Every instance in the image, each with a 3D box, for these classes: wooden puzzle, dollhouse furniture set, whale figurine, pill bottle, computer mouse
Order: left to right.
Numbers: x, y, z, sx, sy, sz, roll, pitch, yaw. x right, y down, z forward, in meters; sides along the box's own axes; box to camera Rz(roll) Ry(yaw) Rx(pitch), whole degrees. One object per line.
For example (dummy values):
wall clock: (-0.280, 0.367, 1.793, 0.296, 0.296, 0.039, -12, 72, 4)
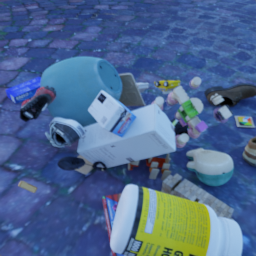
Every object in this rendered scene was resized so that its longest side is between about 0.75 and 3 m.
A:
wooden puzzle: (-1.555, 1.278, 9.821, 0.832, 0.168, 0.900, 18, 34, 26)
computer mouse: (-1.340, 1.207, 8.591, 1.875, 0.550, 0.319, 16, 44, -45)
wooden puzzle: (-0.130, -1.578, 11.556, 1.516, 1.637, 0.379, 3, 45, 40)
dollhouse furniture set: (0.743, 1.164, 9.740, 1.403, 0.730, 1.418, 8, 39, -8)
pill bottle: (1.142, 2.530, 6.874, 2.896, 1.628, 1.628, 16, 39, -4)
whale figurine: (2.678, 1.287, 9.423, 1.502, 0.979, 1.887, -12, 16, -14)
wooden puzzle: (4.898, -0.274, 11.777, 0.704, 0.142, 0.761, 3, 39, 5)

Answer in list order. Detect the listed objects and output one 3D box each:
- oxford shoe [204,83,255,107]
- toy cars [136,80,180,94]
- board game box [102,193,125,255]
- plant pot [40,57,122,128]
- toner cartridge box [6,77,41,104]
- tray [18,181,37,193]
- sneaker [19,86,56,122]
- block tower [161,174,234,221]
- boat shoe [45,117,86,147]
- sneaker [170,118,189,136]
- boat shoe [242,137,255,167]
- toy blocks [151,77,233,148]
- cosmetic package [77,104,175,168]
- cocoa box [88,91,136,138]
oxford shoe: (4.796, -1.364, 12.671, 2.467, 0.896, 1.041, -10, 50, -2)
toy cars: (1.021, -1.730, 12.163, 2.562, 0.567, 1.149, -1, 13, 20)
board game box: (0.050, 2.847, 7.857, 1.241, 0.234, 2.411, -7, 40, -10)
plant pot: (-1.379, -1.417, 10.225, 1.958, 2.907, 2.907, -25, 29, 30)
toner cartridge box: (-4.822, -1.837, 13.504, 1.821, 0.393, 0.865, -31, 50, -32)
tray: (-2.469, 1.446, 6.866, 0.403, 0.817, 0.151, 29, 70, -15)
sneaker: (-2.896, -0.701, 8.868, 1.694, 0.599, 0.828, -28, 36, 34)
block tower: (2.045, 2.203, 8.349, 2.194, 0.634, 0.593, 31, 49, 31)
boat shoe: (-2.121, 0.226, 8.815, 0.768, 0.830, 2.248, -44, 28, -24)
sneaker: (2.097, -0.012, 11.193, 0.879, 0.761, 2.122, 43, 53, 11)
boat shoe: (5.353, 0.541, 9.982, 2.673, 0.987, 1.011, -17, 33, -18)
toy blocks: (1.989, -0.478, 9.484, 1.971, 1.659, 1.842, -31, 81, -7)
cosmetic package: (-0.056, 0.365, 8.826, 2.775, 1.411, 1.027, -17, 52, 28)
cocoa box: (-0.474, -0.409, 8.073, 0.775, 0.762, 1.162, -54, 43, 7)
